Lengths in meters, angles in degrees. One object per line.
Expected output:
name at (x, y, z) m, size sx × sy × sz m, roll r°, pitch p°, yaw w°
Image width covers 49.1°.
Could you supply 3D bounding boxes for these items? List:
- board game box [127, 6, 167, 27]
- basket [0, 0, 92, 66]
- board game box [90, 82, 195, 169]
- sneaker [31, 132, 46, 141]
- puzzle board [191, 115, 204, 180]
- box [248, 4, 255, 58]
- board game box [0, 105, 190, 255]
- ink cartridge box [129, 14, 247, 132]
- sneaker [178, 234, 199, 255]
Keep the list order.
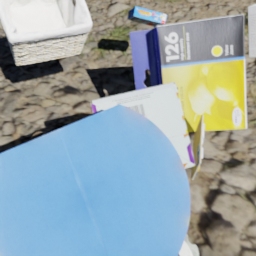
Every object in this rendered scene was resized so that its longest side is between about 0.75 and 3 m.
board game box at (0.599, -3.661, 9.286) m, size 1.070 × 0.305 × 1.093 m, roll 9°, pitch 13°, yaw -14°
basket at (-2.441, -3.186, 7.839) m, size 2.220 × 1.786 × 2.200 m, roll -18°, pitch 84°, yaw -19°
board game box at (0.240, 0.236, 6.029) m, size 1.505 × 2.870 × 1.478 m, roll -13°, pitch 85°, yaw -1°
sneaker at (-1.635, 0.682, 5.680) m, size 0.432 × 0.463 × 1.226 m, roll -21°, pitch 87°, yaw -12°
puzzle board at (1.638, 0.466, 6.536) m, size 0.109 × 0.944 × 1.253 m, roll 8°, pitch 58°, yaw 5°
box at (3.691, -2.654, 7.484) m, size 0.691 × 1.299 × 0.989 m, roll 7°, pitch 28°, yaw 37°
board game box at (-0.531, 1.043, 4.012) m, size 2.770 × 0.539 × 2.189 m, roll -23°, pitch 80°, yaw -2°
ink cartridge box at (1.494, -1.250, 7.130) m, size 2.775 × 2.742 × 0.652 m, roll -5°, pitch 14°, yaw 11°
sneaker at (0.063, 1.787, 5.034) m, size 2.384 × 1.055 × 0.883 m, roll 27°, pitch 100°, yaw 27°
